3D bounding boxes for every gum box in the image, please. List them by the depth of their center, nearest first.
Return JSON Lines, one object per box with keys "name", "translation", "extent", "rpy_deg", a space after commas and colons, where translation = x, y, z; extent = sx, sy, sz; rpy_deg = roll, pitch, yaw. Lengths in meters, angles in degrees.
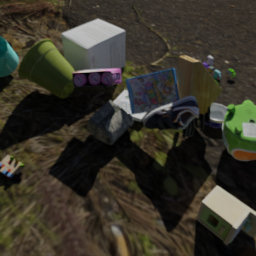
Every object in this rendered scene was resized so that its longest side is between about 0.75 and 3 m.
{"name": "gum box", "translation": [-1.178, -1.984, 11.087], "extent": [1.773, 0.586, 1.006], "rpy_deg": [2, 16, 21]}

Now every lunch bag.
{"name": "lunch bag", "translation": [-0.693, -0.160, 11.298], "extent": [1.318, 1.095, 1.571], "rpy_deg": [38, 55, 11]}

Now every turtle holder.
{"name": "turtle holder", "translation": [4.315, 0.078, 10.472], "extent": [1.918, 1.792, 2.524], "rpy_deg": [-14, 44, -11]}

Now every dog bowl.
{"name": "dog bowl", "translation": [3.770, -0.520, 12.053], "extent": [1.139, 0.449, 1.139], "rpy_deg": [0, 44, 0]}

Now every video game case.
{"name": "video game case", "translation": [0.946, -1.387, 11.028], "extent": [2.054, 1.470, 0.183], "rpy_deg": [-8, 3, 28]}
{"name": "video game case", "translation": [0.198, -1.033, 12.637], "extent": [1.745, 0.207, 1.588], "rpy_deg": [19, 48, 25]}

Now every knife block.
{"name": "knife block", "translation": [2.331, -1.021, 10.835], "extent": [2.438, 2.778, 0.889], "rpy_deg": [-52, 38, 3]}

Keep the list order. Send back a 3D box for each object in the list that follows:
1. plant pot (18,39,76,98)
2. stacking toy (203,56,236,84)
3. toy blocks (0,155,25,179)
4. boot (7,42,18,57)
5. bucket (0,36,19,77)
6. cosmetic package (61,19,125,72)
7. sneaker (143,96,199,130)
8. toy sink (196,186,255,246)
{"name": "plant pot", "translation": [-3.408, -2.499, 12.801], "extent": [2.121, 2.233, 2.233], "rpy_deg": [39, 52, 2]}
{"name": "stacking toy", "translation": [4.320, -2.915, 14.571], "extent": [1.555, 0.484, 2.062], "rpy_deg": [-27, 52, -23]}
{"name": "toy blocks", "translation": [-4.276, 1.440, 10.083], "extent": [0.996, 0.498, 0.681], "rpy_deg": [23, 59, 25]}
{"name": "boot", "translation": [-6.675, -4.178, 15.703], "extent": [1.330, 0.604, 1.583], "rpy_deg": [15, 53, 19]}
{"name": "bucket", "translation": [-6.655, -3.587, 14.286], "extent": [1.898, 1.235, 1.898], "rpy_deg": [-5, 65, 10]}
{"name": "cosmetic package", "translation": [-1.713, -3.948, 14.396], "extent": [2.090, 2.103, 2.513], "rpy_deg": [34, 54, 29]}
{"name": "sneaker", "translation": [1.522, -0.327, 10.150], "extent": [2.169, 0.851, 0.861], "rpy_deg": [-27, 53, 25]}
{"name": "toy sink", "translation": [2.956, 2.728, 8.281], "extent": [0.897, 1.043, 1.601], "rpy_deg": [-35, 55, -30]}
